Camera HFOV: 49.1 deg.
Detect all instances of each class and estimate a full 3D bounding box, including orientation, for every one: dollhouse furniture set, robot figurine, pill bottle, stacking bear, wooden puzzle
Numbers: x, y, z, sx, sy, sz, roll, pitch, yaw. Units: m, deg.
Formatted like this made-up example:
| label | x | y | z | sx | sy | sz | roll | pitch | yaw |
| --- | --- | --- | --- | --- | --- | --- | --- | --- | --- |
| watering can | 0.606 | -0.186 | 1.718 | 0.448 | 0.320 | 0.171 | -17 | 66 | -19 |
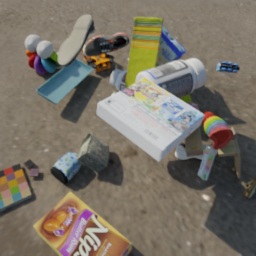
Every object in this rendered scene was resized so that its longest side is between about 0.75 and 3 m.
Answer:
| label | x | y | z | sx | sy | sz | roll | pitch | yaw |
| --- | --- | --- | --- | --- | --- | --- | --- | --- | --- |
| dollhouse furniture set | 2.847 | 0.797 | 9.563 | 1.609 | 1.311 | 1.530 | -9 | 42 | 15 |
| robot figurine | -1.448 | -3.314 | 13.347 | 1.323 | 0.531 | 1.824 | -21 | 51 | -17 |
| pill bottle | 0.179 | -1.811 | 11.705 | 1.799 | 1.009 | 1.009 | 25 | 53 | 20 |
| stacking bear | 2.616 | -0.046 | 8.625 | 0.705 | 0.753 | 1.240 | -28 | 37 | 5 |
| pill bottle | 1.414 | -1.507 | 9.125 | 2.108 | 1.199 | 1.199 | -21 | 52 | -21 |
| wooden puzzle | -3.939 | 1.944 | 8.995 | 2.312 | 0.162 | 1.371 | -23 | 53 | -19 |

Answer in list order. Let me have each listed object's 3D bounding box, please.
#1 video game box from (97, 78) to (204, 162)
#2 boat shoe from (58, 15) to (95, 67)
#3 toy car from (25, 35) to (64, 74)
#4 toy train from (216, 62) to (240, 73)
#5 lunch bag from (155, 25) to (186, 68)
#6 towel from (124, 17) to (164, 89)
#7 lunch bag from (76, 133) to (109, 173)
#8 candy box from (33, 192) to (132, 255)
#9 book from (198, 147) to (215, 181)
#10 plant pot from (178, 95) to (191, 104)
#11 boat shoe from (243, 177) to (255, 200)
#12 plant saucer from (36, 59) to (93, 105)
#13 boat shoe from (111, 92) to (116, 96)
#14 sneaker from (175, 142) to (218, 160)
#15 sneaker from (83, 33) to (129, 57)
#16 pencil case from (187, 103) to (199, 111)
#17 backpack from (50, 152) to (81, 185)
| label | x | y | z | sx | sy | sz | roll | pitch | yaw |
| --- | --- | --- | --- | --- | --- | --- | --- | --- | --- |
| video game box | 0.586 | -0.337 | 7.279 | 2.110 | 0.494 | 1.922 | 37 | 51 | 23 |
| boat shoe | -1.878 | -3.206 | 10.719 | 0.863 | 0.745 | 2.377 | 12 | 68 | 24 |
| toy car | -3.869 | -3.187 | 12.768 | 1.899 | 1.662 | 1.424 | 30 | 90 | 23 |
| toy train | 3.583 | -2.152 | 10.041 | 0.779 | 0.445 | 0.338 | 8 | 87 | -8 |
| lunch bag | 1.275 | -3.324 | 11.492 | 1.414 | 2.220 | 1.887 | -43 | 91 | -3 |
| towel | 0.516 | -2.559 | 10.410 | 1.283 | 2.982 | 0.269 | 17 | 12 | 39 |
| lunch bag | -1.127 | 0.791 | 9.462 | 0.901 | 0.646 | 1.099 | 37 | 38 | -23 |
| candy box | -1.244 | 3.043 | 7.702 | 2.405 | 0.679 | 1.403 | 32 | 55 | 23 |
| book | 2.444 | 1.125 | 8.792 | 0.224 | 0.622 | 0.932 | 13 | 75 | 34 |
| plant pot | 1.584 | -1.062 | 10.836 | 1.404 | 1.274 | 1.397 | 28 | 57 | 27 |
| boat shoe | 3.947 | 1.857 | 8.962 | 0.333 | 0.341 | 0.902 | 26 | 53 | 24 |
| plant saucer | -2.595 | -1.972 | 11.777 | 1.003 | 0.272 | 2.869 | 31 | 46 | 3 |
| boat shoe | 0.161 | -0.774 | 10.492 | 1.833 | 0.781 | 0.677 | 33 | 30 | 2 |
| sneaker | 2.391 | 0.753 | 9.683 | 1.496 | 0.600 | 0.526 | -4 | 40 | 0 |
| sneaker | -0.874 | -3.414 | 11.467 | 1.995 | 0.769 | 0.817 | -21 | 27 | -3 |
| pencil case | 1.224 | -0.254 | 9.170 | 2.282 | 0.945 | 0.987 | -9 | 38 | -18 |
| backpack | -1.998 | 1.265 | 9.311 | 0.781 | 0.736 | 0.958 | 31 | 43 | 27 |
